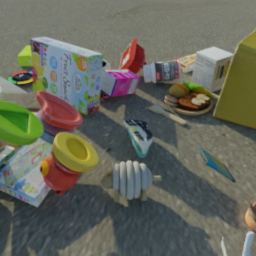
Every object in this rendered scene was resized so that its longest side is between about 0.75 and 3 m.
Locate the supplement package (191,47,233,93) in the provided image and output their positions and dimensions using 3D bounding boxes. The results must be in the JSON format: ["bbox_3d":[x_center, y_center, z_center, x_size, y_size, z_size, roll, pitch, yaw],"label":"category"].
[{"bbox_3d":[3.476,-2.415,11.628,1.087,1.432,1.079,-22,42,-27],"label":"supplement package"}]

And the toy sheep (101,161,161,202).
[{"bbox_3d":[0.080,1.311,6.936,1.496,1.032,1.032,0,36,-7],"label":"toy sheep"}]

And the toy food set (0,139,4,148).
[{"bbox_3d":[-3.835,0.654,6.568,1.663,0.700,2.318,33,19,-32],"label":"toy food set"}]

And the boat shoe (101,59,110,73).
[{"bbox_3d":[-2.109,-2.801,12.410,2.618,0.860,0.942,11,78,4],"label":"boat shoe"}]

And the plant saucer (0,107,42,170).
[{"bbox_3d":[-3.349,0.302,8.770,2.972,0.438,2.972,0,37,0],"label":"plant saucer"}]

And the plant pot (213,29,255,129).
[{"bbox_3d":[5.050,-1.490,9.461,2.841,2.759,2.778,27,44,24],"label":"plant pot"}]

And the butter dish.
[{"bbox_3d":[0.332,-2.966,12.522,1.091,1.475,1.471,20,59,-20],"label":"butter dish"}]

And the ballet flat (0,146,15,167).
[{"bbox_3d":[-3.387,0.783,7.405,0.411,0.411,1.183,0,17,0],"label":"ballet flat"}]

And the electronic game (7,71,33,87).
[{"bbox_3d":[-4.621,-2.186,12.300,1.328,0.276,1.328,0,37,0],"label":"electronic game"}]

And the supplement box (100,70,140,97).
[{"bbox_3d":[-0.342,-1.758,10.899,0.757,0.773,1.495,37,30,27],"label":"supplement box"}]

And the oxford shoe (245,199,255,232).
[{"bbox_3d":[3.912,2.017,6.066,2.416,0.881,0.861,6,37,8],"label":"oxford shoe"}]

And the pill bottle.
[{"bbox_3d":[1.436,-2.379,11.968,1.526,0.869,0.869,-6,36,3],"label":"pill bottle"}]

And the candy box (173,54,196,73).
[{"bbox_3d":[2.971,-3.115,13.458,1.434,0.397,0.828,-21,41,-26],"label":"candy box"}]

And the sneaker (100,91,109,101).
[{"bbox_3d":[-0.867,-1.457,11.263,0.580,0.481,1.217,38,50,15],"label":"sneaker"}]

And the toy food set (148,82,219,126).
[{"bbox_3d":[2.276,-1.132,10.631,2.724,0.547,1.881,-31,46,-35],"label":"toy food set"}]

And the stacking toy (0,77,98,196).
[{"bbox_3d":[-2.215,0.170,6.636,2.496,1.165,2.758,24,22,-32],"label":"stacking toy"}]

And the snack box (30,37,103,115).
[{"bbox_3d":[-2.349,-1.991,10.382,2.991,2.127,0.792,24,34,28],"label":"snack box"}]

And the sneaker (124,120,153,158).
[{"bbox_3d":[0.256,0.240,8.538,0.704,0.723,1.816,1,26,-10],"label":"sneaker"}]

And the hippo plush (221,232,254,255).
[{"bbox_3d":[2.064,2.992,4.728,1.435,1.422,1.785,28,53,-13],"label":"hippo plush"}]

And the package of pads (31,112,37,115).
[{"bbox_3d":[-3.220,-0.097,9.167,0.835,0.369,1.081,6,38,7],"label":"package of pads"}]

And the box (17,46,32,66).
[{"bbox_3d":[-4.063,-3.606,13.973,2.408,0.574,1.468,1,36,1],"label":"box"}]

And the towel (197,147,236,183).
[{"bbox_3d":[2.207,0.929,7.044,1.027,0.111,0.753,34,21,-19],"label":"towel"}]

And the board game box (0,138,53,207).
[{"bbox_3d":[-2.384,0.979,7.372,1.286,0.327,1.913,20,49,13],"label":"board game box"}]
